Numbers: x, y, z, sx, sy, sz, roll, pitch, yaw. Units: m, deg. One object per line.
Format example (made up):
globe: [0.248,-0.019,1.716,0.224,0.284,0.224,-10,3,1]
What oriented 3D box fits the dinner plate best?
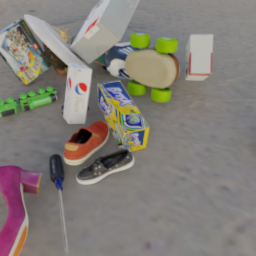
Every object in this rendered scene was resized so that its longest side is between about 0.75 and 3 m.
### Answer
dinner plate: [-2.306,-2.841,9.691,0.355,2.928,2.928,-42,48,7]

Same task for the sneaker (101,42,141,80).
sneaker: [-0.046,-2.448,10.707,2.105,0.848,1.541,-10,68,-45]

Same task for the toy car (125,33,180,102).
toy car: [1.208,-2.237,9.647,1.858,1.935,2.355,20,32,29]

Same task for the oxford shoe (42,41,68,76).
oxford shoe: [-2.751,-2.867,11.025,0.812,0.765,2.173,-26,57,-16]

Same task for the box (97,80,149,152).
box: [-0.224,-0.415,8.230,0.760,0.829,2.365,-12,45,-18]

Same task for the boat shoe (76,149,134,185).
boat shoe: [-0.601,0.915,6.864,1.518,0.503,0.531,-17,47,2]

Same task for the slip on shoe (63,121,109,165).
slip on shoe: [-1.062,0.243,7.546,0.751,0.620,2.026,11,28,19]

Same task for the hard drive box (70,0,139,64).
hard drive box: [-0.770,-3.567,9.517,1.800,0.887,2.310,-22,40,46]

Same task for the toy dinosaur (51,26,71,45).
toy dinosaur: [-2.074,-3.037,8.963,0.382,0.756,0.220,-49,28,-18]

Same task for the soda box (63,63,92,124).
soda box: [-1.453,-0.959,7.965,0.523,1.641,0.559,-2,26,-28]

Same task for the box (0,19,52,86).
box: [-3.654,-2.578,9.707,0.351,1.863,1.272,21,58,43]

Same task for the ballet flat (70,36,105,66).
ballet flat: [-1.498,-2.874,10.608,0.665,0.718,2.036,22,1,43]

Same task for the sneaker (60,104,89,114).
sneaker: [-1.735,-0.559,8.768,1.071,0.402,0.619,13,48,40]

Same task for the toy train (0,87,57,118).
toy train: [-3.219,-0.837,9.032,2.001,0.417,0.564,-21,56,-25]

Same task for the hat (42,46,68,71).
hat: [-2.506,-2.541,9.809,0.804,1.994,1.994,-43,48,7]

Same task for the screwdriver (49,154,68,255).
screwdriver: [-1.496,1.589,6.386,0.390,0.374,2.684,-9,41,-20]

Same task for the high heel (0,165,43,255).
high heel: [-2.563,1.712,5.721,1.122,0.788,2.339,10,44,-8]

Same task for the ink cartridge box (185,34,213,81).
ink cartridge box: [2.305,-2.268,9.305,0.691,1.217,1.669,1,2,6]
